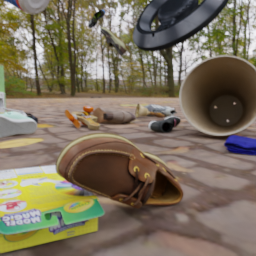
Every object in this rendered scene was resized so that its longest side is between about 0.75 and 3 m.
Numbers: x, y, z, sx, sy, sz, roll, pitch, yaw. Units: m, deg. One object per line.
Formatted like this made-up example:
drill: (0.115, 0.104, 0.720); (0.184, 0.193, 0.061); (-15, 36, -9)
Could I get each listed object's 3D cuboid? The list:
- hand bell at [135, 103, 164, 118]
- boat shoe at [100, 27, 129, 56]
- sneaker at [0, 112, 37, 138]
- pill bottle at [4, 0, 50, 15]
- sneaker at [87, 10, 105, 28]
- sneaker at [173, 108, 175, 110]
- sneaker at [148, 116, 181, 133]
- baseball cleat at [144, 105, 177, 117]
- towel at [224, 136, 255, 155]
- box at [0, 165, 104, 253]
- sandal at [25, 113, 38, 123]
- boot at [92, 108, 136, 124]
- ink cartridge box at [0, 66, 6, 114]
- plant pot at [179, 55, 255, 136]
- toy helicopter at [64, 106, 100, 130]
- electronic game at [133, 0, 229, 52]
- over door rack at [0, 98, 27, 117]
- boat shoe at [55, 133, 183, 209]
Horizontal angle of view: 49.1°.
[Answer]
hand bell: (1.253, -0.788, 15.455); (1.580, 0.823, 0.823); (12, 6, -12)
boat shoe: (-0.733, -3.912, 12.614); (1.782, 0.578, 0.652); (44, 7, 25)
sneaker: (-4.340, -0.184, 9.660); (1.189, 0.742, 2.017); (23, 11, 39)
pill bottle: (-2.655, -3.328, 6.319); (1.685, 0.946, 0.946); (32, 18, 16)
sneaker: (-1.309, -4.340, 11.068); (0.914, 0.324, 0.379); (-39, -9, 24)
sneaker: (2.583, -1.063, 17.738); (0.615, 0.389, 1.093); (8, 13, 28)
sneaker: (1.566, -0.091, 10.507); (1.481, 0.524, 0.734); (-11, 15, -31)
baseball cleat: (1.823, -0.976, 15.959); (2.042, 0.712, 1.087); (-5, 9, -25)
towel: (3.016, 0.468, 7.315); (0.885, 0.297, 1.198); (11, 12, 24)
box: (-1.104, 0.910, 3.475); (1.094, 0.451, 1.865); (-3, 6, -27)
sandal: (-4.556, -0.410, 12.658); (0.876, 0.493, 2.304); (-2, 8, -16)
boot: (-0.645, -0.522, 13.203); (1.505, 0.723, 2.058); (3, 7, -29)
ink cartridge box: (-6.953, -1.644, 13.379); (1.993, 2.738, 0.657); (-2, 5, -17)
plant pot: (3.448, -0.853, 10.114); (2.612, 2.612, 2.789); (4, -7, 24)
toy helicopter: (-1.804, -0.332, 11.508); (1.298, 0.774, 1.963); (2, 18, -34)
electronic game: (1.274, -2.983, 7.122); (2.726, 2.726, 0.567); (9, -28, 48)
over door rack: (-5.438, -0.457, 10.990); (2.012, 0.907, 2.723); (-8, 24, -42)
boat shoe: (0.048, 0.588, 3.433); (1.969, 0.709, 0.665); (23, 10, -47)
